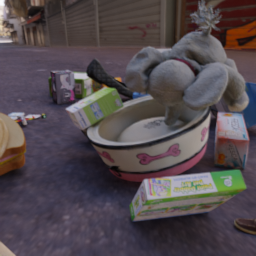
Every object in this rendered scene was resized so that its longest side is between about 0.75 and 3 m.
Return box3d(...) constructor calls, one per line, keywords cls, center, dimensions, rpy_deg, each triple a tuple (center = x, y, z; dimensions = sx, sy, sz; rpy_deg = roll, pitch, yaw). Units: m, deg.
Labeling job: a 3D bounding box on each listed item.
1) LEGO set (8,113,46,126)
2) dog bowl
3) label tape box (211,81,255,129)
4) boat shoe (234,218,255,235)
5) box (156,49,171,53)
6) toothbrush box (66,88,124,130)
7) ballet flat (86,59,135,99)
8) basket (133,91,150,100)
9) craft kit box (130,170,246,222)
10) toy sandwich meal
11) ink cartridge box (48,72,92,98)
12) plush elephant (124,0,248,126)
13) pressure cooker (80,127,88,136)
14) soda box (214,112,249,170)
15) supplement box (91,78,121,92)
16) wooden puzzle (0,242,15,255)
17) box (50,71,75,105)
box3d(cls="LEGO set", center=(-3.649, -0.393, 9.562), dimensions=(1.557, 0.382, 1.163), rpy_deg=(3, 21, 15))
box3d(cls="dog bowl", center=(0.518, 0.145, 6.332), dimensions=(2.762, 1.019, 2.762), rpy_deg=(-14, 22, 6))
box3d(cls="label tape box", center=(3.282, -0.768, 8.714), dimensions=(0.679, 1.546, 2.144), rpy_deg=(-38, 27, -4))
box3d(cls="boat shoe", center=(2.100, 1.505, 4.406), dimensions=(0.787, 0.283, 0.284), rpy_deg=(8, 21, 20))
box3d(cls="box", center=(1.473, -3.261, 15.129), dimensions=(1.715, 1.706, 1.121), rpy_deg=(-7, -3, -21))
box3d(cls="toothbrush box", center=(-0.806, -0.481, 6.669), dimensions=(1.146, 0.493, 0.834), rpy_deg=(-32, 20, -14))
box3d(cls="ballet flat", center=(-0.398, -1.935, 11.886), dimensions=(2.913, 0.827, 0.968), rpy_deg=(23, 13, -27))
box3d(cls="basket", center=(1.238, -1.243, 10.066), dimensions=(2.025, 1.597, 2.296), rpy_deg=(2, 18, 4))
box3d(cls="craft kit box", center=(0.798, 1.069, 4.249), dimensions=(1.396, 1.379, 0.339), rpy_deg=(-4, 64, -11))
box3d(cls="toy sandwich meal", center=(-3.622, 0.615, 5.722), dimensions=(2.915, 0.998, 2.915), rpy_deg=(-3, 41, 2))
box3d(cls="ink cartridge box", center=(-2.521, -2.154, 13.703), dimensions=(1.738, 0.891, 2.351), rpy_deg=(5, 18, 14))
box3d(cls="plush elephant", center=(1.155, -0.939, 5.708), dimensions=(2.054, 2.494, 1.931), rpy_deg=(30, 66, 33))
box3d(cls="pressure cooker", center=(-0.623, -0.197, 7.746), dimensions=(1.182, 1.040, 1.056), rpy_deg=(6, 47, 32))
box3d(cls="soda box", center=(2.618, 0.240, 7.217), dimensions=(0.697, 0.750, 2.192), rpy_deg=(6, 21, 17))
box3d(cls="supplement box", center=(-0.968, -2.040, 13.255), dimensions=(0.609, 0.630, 1.832), rpy_deg=(-6, 9, 27))
box3d(cls="wooden puzzle", center=(-2.215, 1.980, 2.995), dimensions=(2.042, 0.411, 2.207), rpy_deg=(16, 20, 37))
box3d(cls="box", center=(-2.736, -1.720, 11.851), dimensions=(0.853, 1.291, 0.741), rpy_deg=(-10, 24, -28))
